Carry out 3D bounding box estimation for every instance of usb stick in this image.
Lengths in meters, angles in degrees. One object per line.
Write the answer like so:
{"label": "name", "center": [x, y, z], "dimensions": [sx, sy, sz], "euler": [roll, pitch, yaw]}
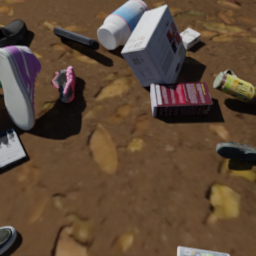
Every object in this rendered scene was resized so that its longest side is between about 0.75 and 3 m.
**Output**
{"label": "usb stick", "center": [-2.221, -3.783, 11.817], "dimensions": [2.426, 0.673, 0.396], "euler": [28, 94, 30]}

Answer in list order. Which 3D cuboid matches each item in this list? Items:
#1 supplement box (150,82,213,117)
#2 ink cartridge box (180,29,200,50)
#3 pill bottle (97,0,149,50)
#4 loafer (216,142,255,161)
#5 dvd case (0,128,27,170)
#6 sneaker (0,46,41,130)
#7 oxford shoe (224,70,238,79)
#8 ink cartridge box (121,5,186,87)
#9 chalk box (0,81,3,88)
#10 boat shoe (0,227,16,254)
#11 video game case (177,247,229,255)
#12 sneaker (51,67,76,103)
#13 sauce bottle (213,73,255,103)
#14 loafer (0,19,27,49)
{"label": "supplement box", "center": [1.840, -1.013, 9.944], "dimensions": [2.014, 0.613, 1.096], "euler": [-2, 53, 0]}
{"label": "ink cartridge box", "center": [2.604, -3.887, 12.238], "dimensions": [0.673, 0.380, 0.916], "euler": [38, 62, 25]}
{"label": "pill bottle", "center": [-0.191, -4.418, 12.051], "dimensions": [1.316, 1.316, 2.421], "euler": [29, 58, 20]}
{"label": "loafer", "center": [3.309, 0.680, 8.652], "dimensions": [1.485, 0.533, 0.467], "euler": [13, 39, -18]}
{"label": "dvd case", "center": [-3.957, 0.671, 8.977], "dimensions": [0.999, 0.164, 1.329], "euler": [-26, 58, -18]}
{"label": "sneaker", "center": [-3.332, -1.365, 9.373], "dimensions": [0.977, 2.695, 1.536], "euler": [3, 23, 24]}
{"label": "oxford shoe", "center": [4.058, -1.752, 10.668], "dimensions": [0.474, 0.364, 1.260], "euler": [-19, 58, -18]}
{"label": "ink cartridge box", "center": [1.124, -2.892, 10.743], "dimensions": [1.072, 2.245, 2.557], "euler": [-2, 49, 37]}
{"label": "chalk box", "center": [-5.669, -1.267, 9.505], "dimensions": [2.671, 1.667, 1.656], "euler": [-29, 59, -21]}
{"label": "boat shoe", "center": [-3.763, 3.026, 6.992], "dimensions": [1.853, 0.524, 0.636], "euler": [-24, 57, -17]}
{"label": "video game case", "center": [1.808, 3.692, 6.724], "dimensions": [1.282, 0.165, 1.411], "euler": [7, 54, 5]}
{"label": "sneaker", "center": [-2.448, -1.563, 10.376], "dimensions": [0.854, 0.708, 1.791], "euler": [-5, 45, 2]}
{"label": "sauce bottle", "center": [4.061, -1.280, 9.810], "dimensions": [2.061, 0.667, 0.667], "euler": [21, 55, -1]}
{"label": "loafer", "center": [-5.217, -3.846, 11.799], "dimensions": [1.041, 1.034, 2.860], "euler": [11, 53, 9]}
